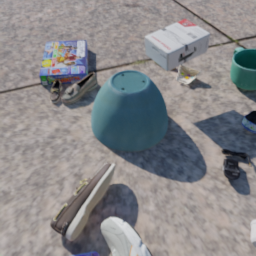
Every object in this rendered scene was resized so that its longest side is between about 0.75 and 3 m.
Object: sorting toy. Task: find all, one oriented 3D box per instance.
[{"bbox_3d":[2.453,-2.156,11.786,0.917,0.490,0.826,27,58,23],"label":"sorting toy"}]

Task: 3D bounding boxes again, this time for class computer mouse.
[{"bbox_3d":[3.305,1.193,8.511,0.907,0.297,1.292,8,38,7],"label":"computer mouse"}]

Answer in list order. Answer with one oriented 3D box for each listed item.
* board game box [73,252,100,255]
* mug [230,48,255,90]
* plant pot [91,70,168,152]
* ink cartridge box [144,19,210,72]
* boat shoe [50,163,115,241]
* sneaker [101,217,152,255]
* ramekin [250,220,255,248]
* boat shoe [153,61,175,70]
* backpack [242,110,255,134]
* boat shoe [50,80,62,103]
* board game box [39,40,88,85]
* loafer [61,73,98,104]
[{"bbox_3d":[-1.198,3.405,6.235,1.572,0.306,1.242,-7,45,-7],"label":"board game box"},{"bbox_3d":[4.995,-2.376,11.372,1.575,1.185,1.917,9,47,19],"label":"mug"},{"bbox_3d":[0.052,-0.818,9.416,2.737,1.844,2.737,0,45,0],"label":"plant pot"},{"bbox_3d":[1.683,-2.916,9.789,1.842,0.763,1.352,-28,53,-17],"label":"ink cartridge box"},{"bbox_3d":[-1.128,1.796,7.508,0.703,0.848,2.362,22,54,17],"label":"boat shoe"},{"bbox_3d":[0.014,3.237,5.906,1.341,1.103,2.915,-28,50,-20],"label":"sneaker"},{"bbox_3d":[3.395,2.614,6.562,1.067,1.067,0.497,19,61,18],"label":"ramekin"},{"bbox_3d":[1.654,-2.987,12.619,1.119,0.403,0.404,31,53,28],"label":"boat shoe"},{"bbox_3d":[4.321,-0.156,9.617,0.782,0.574,0.715,-21,47,-33],"label":"backpack"},{"bbox_3d":[-2.874,-1.456,11.114,0.415,0.344,1.156,1,45,1],"label":"boat shoe"},{"bbox_3d":[-2.797,-3.007,12.564,1.958,0.499,2.893,-4,45,-4],"label":"board game box"},{"bbox_3d":[-1.953,-1.618,11.113,0.656,0.574,1.825,30,52,27],"label":"loafer"}]
